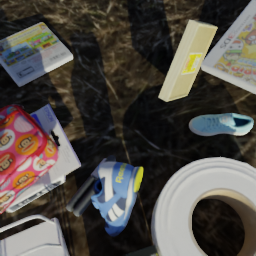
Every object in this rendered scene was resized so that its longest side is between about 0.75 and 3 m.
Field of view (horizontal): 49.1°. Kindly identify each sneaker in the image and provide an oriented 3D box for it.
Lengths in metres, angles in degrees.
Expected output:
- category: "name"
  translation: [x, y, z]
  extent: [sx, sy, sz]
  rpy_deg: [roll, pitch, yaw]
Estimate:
- category: "sneaker"
  translation: [2.378, -0.168, 7.119]
  extent: [1.577, 0.646, 0.583]
  rpy_deg: [-2, 65, 0]
- category: "sneaker"
  translation: [-0.295, 1.414, 5.663]
  extent: [0.858, 2.086, 0.771]
  rpy_deg: [16, 39, 3]

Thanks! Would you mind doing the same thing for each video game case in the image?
- category: "video game case"
  translation: [-2.802, -2.190, 8.143]
  extent: [1.792, 0.205, 1.630]
  rpy_deg: [-35, 72, -22]
- category: "video game case"
  translation: [3.875, -2.073, 7.303]
  extent: [2.942, 0.337, 2.677]
  rpy_deg: [36, 85, 35]

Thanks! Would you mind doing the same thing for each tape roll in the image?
- category: "tape roll"
  translation: [1.932, 2.091, 5.902]
  extent: [2.858, 0.999, 2.858]
  rpy_deg: [0, 65, 1]

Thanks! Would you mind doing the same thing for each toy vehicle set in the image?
- category: "toy vehicle set"
  translation: [1.451, -1.591, 6.779]
  extent: [0.249, 1.881, 1.169]
  rpy_deg: [33, 29, 25]

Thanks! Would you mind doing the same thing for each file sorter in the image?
- category: "file sorter"
  translation: [-1.904, 3.026, 5.254]
  extent: [1.581, 1.419, 2.279]
  rpy_deg: [-22, 68, -9]

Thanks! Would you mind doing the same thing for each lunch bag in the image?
- category: "lunch bag"
  translation: [-2.838, 0.601, 6.153]
  extent: [2.218, 0.909, 1.954]
  rpy_deg: [-44, 60, -11]

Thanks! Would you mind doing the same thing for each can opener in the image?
- category: "can opener"
  translation: [-0.794, 1.224, 6.293]
  extent: [0.408, 0.511, 1.530]
  rpy_deg: [27, 58, 21]

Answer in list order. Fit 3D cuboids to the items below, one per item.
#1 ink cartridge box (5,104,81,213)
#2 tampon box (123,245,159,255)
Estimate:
- category: "ink cartridge box"
  translation: [-2.354, 0.670, 6.794]
  extent: [1.967, 0.427, 1.949]
  rpy_deg: [-30, 67, -6]
- category: "tampon box"
  translation: [-0.002, 2.962, 5.475]
  extent: [1.379, 1.033, 0.871]
  rpy_deg: [-16, 66, -6]
